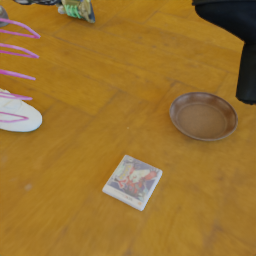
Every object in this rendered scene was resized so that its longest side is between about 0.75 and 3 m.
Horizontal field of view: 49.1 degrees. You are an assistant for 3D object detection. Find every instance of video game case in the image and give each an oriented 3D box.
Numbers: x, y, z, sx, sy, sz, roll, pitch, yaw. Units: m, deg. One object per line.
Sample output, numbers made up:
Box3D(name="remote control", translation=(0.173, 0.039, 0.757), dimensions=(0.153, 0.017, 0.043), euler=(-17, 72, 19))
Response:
Box3D(name="video game case", translation=(0.116, 1.206, 6.370), dimensions=(0.985, 0.124, 1.081), euler=(22, 52, 18))

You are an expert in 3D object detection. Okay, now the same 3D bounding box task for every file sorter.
Box3D(name="file sorter", translation=(-2.031, -0.889, 4.410), dimensions=(0.952, 1.517, 1.055), euler=(10, 6, -2))

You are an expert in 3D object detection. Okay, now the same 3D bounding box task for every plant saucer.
Box3D(name="plant saucer", translation=(1.991, -0.274, 7.546), dimensions=(1.784, 0.326, 1.784), euler=(1, 49, -1))

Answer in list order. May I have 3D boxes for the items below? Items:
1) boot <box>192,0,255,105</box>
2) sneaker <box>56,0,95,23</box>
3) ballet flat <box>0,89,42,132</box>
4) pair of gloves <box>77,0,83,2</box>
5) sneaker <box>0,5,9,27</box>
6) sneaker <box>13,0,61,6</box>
Box3D(name="boot", translation=(1.967, -1.231, 4.488), dimensions=(2.102, 1.767, 0.803), euler=(-4, 21, -14))
Box3D(name="sneaker", translation=(-2.166, -4.731, 11.210), dimensions=(1.150, 0.998, 2.595), euler=(-31, 48, -12))
Box3D(name="ballet flat", translation=(-3.658, -0.716, 7.528), dimensions=(2.861, 0.993, 0.993), euler=(21, 52, 18))
Box3D(name="pair of gloves", translation=(-1.500, -4.573, 8.804), dimensions=(1.136, 0.913, 0.129), euler=(45, 12, -5))
Box3D(name="sneaker", translation=(-5.600, -4.119, 10.659), dimensions=(1.959, 0.740, 0.690), euler=(-31, 55, -25))
Box3D(name="sneaker", translation=(-2.071, -3.123, 6.225), dimensions=(1.420, 0.629, 0.546), euler=(11, 7, 20))
